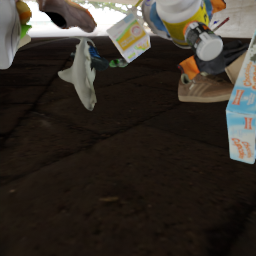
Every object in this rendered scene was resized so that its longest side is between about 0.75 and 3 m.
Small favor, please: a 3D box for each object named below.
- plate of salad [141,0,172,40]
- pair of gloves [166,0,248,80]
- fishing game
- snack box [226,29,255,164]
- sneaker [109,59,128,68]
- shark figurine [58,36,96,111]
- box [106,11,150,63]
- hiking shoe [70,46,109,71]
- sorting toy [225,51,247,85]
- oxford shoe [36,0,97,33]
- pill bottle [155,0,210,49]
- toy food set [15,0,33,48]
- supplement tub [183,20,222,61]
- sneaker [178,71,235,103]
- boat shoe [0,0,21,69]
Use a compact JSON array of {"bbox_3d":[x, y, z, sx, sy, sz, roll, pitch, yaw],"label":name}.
[{"bbox_3d":[1.485,-4.185,10.660,2.189,2.189,0.526,-9,-17,-21],"label":"plate of salad"},{"bbox_3d":[2.521,-3.106,9.418,2.517,2.825,0.349,-24,-6,-6],"label":"pair of gloves"},{"bbox_3d":[1.591,-3.493,8.475,2.638,0.410,1.889,18,-27,-22],"label":"fishing game"},{"bbox_3d":[2.021,-0.676,4.320,0.397,1.243,2.140,13,61,30],"label":"snack box"},{"bbox_3d":[-0.334,-2.599,11.184,0.801,0.312,0.341,-18,-4,-22],"label":"sneaker"},{"bbox_3d":[-0.914,-1.096,4.936,0.619,1.483,0.886,-6,-9,2],"label":"shark figurine"},{"bbox_3d":[0.045,-2.206,6.964,0.768,0.692,1.366,-35,0,8],"label":"box"},{"bbox_3d":[-1.173,-2.333,8.960,1.587,0.591,0.688,25,76,33],"label":"hiking shoe"},{"bbox_3d":[2.572,-1.185,5.874,0.167,0.837,1.132,33,34,-30],"label":"sorting toy"},{"bbox_3d":[-1.919,-3.463,8.822,0.936,0.958,2.627,4,-4,30],"label":"oxford shoe"},{"bbox_3d":[1.404,-3.011,7.245,1.150,1.150,2.013,12,-6,26],"label":"pill bottle"},{"bbox_3d":[-3.755,-3.552,8.786,0.523,2.604,1.798,21,50,20],"label":"toy food set"},{"bbox_3d":[1.505,-1.821,5.765,0.525,0.525,0.857,-8,50,-19],"label":"supplement tub"},{"bbox_3d":[1.426,-0.766,5.124,0.511,0.548,1.450,-13,11,-32],"label":"sneaker"},{"bbox_3d":[-3.158,-2.666,7.076,0.969,2.693,0.885,18,55,-5],"label":"boat shoe"}]
